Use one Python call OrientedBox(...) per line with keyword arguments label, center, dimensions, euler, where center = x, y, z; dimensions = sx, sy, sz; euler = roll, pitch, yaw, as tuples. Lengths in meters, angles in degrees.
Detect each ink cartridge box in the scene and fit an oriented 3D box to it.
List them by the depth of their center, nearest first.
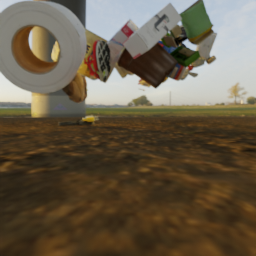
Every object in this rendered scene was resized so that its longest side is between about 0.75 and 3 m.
OrientedBox(label="ink cartridge box", center=(0.736, -3.006, 8.748), dimensions=(1.593, 0.675, 1.160), euler=(-44, 14, -17))
OrientedBox(label="ink cartridge box", center=(-0.241, -3.103, 9.758), dimensions=(1.224, 0.524, 0.904), euler=(-38, 20, 27))

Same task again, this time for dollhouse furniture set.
OrientedBox(label="dollhouse furniture set", center=(2.404, -3.512, 10.270), dimensions=(2.150, 1.409, 1.079), euler=(-39, 36, -4))

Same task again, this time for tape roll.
OrientedBox(label="tape roll", center=(-2.873, -2.761, 9.451), dimensions=(2.831, 2.831, 1.944), euler=(0, 24, -2))

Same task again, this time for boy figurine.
OrientedBox(label="boy figurine", center=(1.951, -2.914, 12.909), dimensions=(1.303, 2.096, 0.675), euler=(44, 3, 5))

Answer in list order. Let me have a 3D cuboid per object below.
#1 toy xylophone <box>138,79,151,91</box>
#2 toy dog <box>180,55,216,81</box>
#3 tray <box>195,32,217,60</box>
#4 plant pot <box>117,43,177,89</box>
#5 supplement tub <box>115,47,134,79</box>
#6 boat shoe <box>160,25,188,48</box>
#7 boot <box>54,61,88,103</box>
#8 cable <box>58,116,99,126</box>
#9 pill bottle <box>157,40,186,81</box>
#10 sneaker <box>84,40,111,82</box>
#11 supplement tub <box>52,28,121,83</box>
OrientedBox(label="toy xylophone", center=(0.957, -2.432, 15.327), dimensions=(0.901, 0.309, 1.230), euler=(-36, -19, 18))
OrientedBox(label="toy dog", center=(3.323, -3.249, 14.122), dimensions=(2.101, 1.385, 1.012), euler=(-20, 6, 2))
OrientedBox(label="tray", center=(3.602, -3.871, 13.135), dimensions=(0.718, 1.338, 0.148), euler=(21, 37, 11))
OrientedBox(label="plant pot", center=(0.810, -2.511, 10.582), dimensions=(1.724, 1.742, 1.742), euler=(39, 7, 5))
OrientedBox(label="supplement tub", center=(0.321, -3.508, 13.337), dimensions=(2.232, 1.618, 1.618), euler=(-31, -2, 9))
OrientedBox(label="boat shoe", center=(2.211, -4.233, 13.730), dimensions=(0.793, 0.684, 2.183), euler=(-1, -13, -32))
OrientedBox(label="boot", center=(-2.676, -2.652, 13.745), dimensions=(1.000, 2.846, 2.081), euler=(-2, -2, 15))
OrientedBox(label="cable", center=(-2.494, -0.354, 13.814), dimensions=(1.981, 0.499, 0.962), euler=(-1, 2, -25))
OrientedBox(label="pill bottle", center=(1.348, -2.993, 11.927), dimensions=(2.340, 1.313, 1.313), euler=(21, 3, -1))
OrientedBox(label="sneaker", center=(-0.957, -1.915, 8.135), dimensions=(0.734, 0.666, 1.729), euler=(22, -22, 6))
OrientedBox(label="supplement tub", center=(-1.730, -3.122, 11.838), dimensions=(2.503, 1.808, 1.808), euler=(26, -3, -12))
